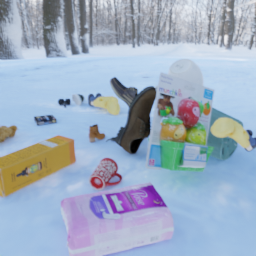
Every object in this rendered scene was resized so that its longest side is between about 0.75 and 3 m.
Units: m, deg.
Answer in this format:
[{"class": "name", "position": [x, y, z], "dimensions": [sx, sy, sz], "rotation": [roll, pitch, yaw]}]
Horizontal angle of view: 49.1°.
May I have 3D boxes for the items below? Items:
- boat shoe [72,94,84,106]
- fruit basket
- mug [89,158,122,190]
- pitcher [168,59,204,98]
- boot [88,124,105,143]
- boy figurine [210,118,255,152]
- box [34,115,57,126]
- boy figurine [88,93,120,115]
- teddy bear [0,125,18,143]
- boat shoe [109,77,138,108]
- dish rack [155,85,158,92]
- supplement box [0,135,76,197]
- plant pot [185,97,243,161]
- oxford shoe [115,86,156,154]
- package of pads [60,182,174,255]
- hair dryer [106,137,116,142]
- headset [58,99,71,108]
[{"class": "boat shoe", "position": [-3.130, -1.909, 17.902], "dimensions": [0.677, 0.689, 1.910], "rotation": [-11, 20, -18]}, {"class": "fruit basket", "position": [1.759, -0.042, 8.547], "dimensions": [2.578, 2.783, 1.304], "rotation": [9, 5, -37]}, {"class": "mug", "position": [-0.681, 1.439, 8.617], "dimensions": [0.863, 0.649, 0.973], "rotation": [5, 23, 18]}, {"class": "pitcher", "position": [2.261, -1.436, 11.458], "dimensions": [1.983, 2.312, 1.401], "rotation": [-46, 44, -17]}, {"class": "boot", "position": [-1.339, 0.169, 12.011], "dimensions": [0.359, 0.727, 0.937], "rotation": [18, 26, 41]}, {"class": "boy figurine", "position": [3.141, 0.194, 8.172], "dimensions": [1.902, 0.613, 1.183], "rotation": [17, 33, -40]}, {"class": "box", "position": [-4.269, -0.412, 14.397], "dimensions": [0.969, 0.243, 0.976], "rotation": [-10, 22, -25]}, {"class": "boy figurine", "position": [-1.244, -1.444, 16.358], "dimensions": [1.693, 0.877, 2.723], "rotation": [-11, 23, -36]}, {"class": "teddy bear", "position": [-5.658, 0.265, 11.769], "dimensions": [1.590, 0.732, 2.194], "rotation": [10, 22, 31]}, {"class": "boat shoe", "position": [0.097, -1.335, 11.227], "dimensions": [0.724, 1.975, 0.736], "rotation": [-38, 14, 24]}, {"class": "dish rack", "position": [0.996, -1.464, 11.320], "dimensions": [1.055, 0.230, 0.905], "rotation": [-14, -7, 26]}, {"class": "supplement box", "position": [-3.030, 1.112, 9.048], "dimensions": [0.977, 0.945, 2.840], "rotation": [13, 23, 32]}, {"class": "plant pot", "position": [3.001, 0.105, 10.550], "dimensions": [2.103, 2.103, 2.060], "rotation": [-17, 33, -40]}, {"class": "oxford shoe", "position": [0.523, -0.206, 10.199], "dimensions": [0.991, 2.727, 1.151], "rotation": [-7, 39, -42]}, {"class": "package of pads", "position": [-0.289, 2.077, 6.404], "dimensions": [2.362, 0.894, 1.423], "rotation": [-6, 23, -17]}, {"class": "hair dryer", "position": [-0.077, 0.326, 12.026], "dimensions": [1.216, 0.434, 1.597], "rotation": [15, 23, 38]}, {"class": "headset", "position": [-3.956, -1.527, 17.434], "dimensions": [0.783, 0.596, 1.268], "rotation": [-4, 5, -17]}]
